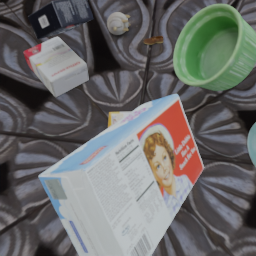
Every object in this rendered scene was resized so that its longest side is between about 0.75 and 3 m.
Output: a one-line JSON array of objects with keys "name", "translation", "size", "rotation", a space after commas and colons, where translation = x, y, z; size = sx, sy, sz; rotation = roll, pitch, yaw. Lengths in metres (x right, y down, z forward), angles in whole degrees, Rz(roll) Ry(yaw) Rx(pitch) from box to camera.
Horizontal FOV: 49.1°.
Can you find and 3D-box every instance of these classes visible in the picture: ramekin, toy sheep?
[{"name": "ramekin", "translation": [2.290, -1.989, 7.325], "size": [1.027, 2.103, 2.103], "rotation": [13, 47, -35]}, {"name": "toy sheep", "translation": [-0.406, -4.181, 11.256], "size": [0.928, 0.928, 1.345], "rotation": [7, 34, 5]}]

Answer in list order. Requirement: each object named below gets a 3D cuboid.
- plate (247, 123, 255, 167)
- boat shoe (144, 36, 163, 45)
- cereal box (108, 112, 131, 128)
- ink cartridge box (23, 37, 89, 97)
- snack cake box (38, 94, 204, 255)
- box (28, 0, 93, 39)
[{"name": "plate", "translation": [5.025, 0.656, 8.149], "size": [2.928, 0.374, 2.928], "rotation": [1, 54, -1]}, {"name": "boat shoe", "translation": [1.023, -3.526, 11.163], "size": [0.797, 0.269, 0.287], "rotation": [-8, 55, -5]}, {"name": "cereal box", "translation": [0.221, 0.062, 8.585], "size": [1.673, 0.331, 1.203], "rotation": [1, 55, 1]}, {"name": "ink cartridge box", "translation": [-2.521, -2.180, 9.878], "size": [1.414, 0.804, 1.941], "rotation": [-32, 61, -21]}, {"name": "snack cake box", "translation": [0.171, 0.713, 4.688], "size": [0.966, 1.654, 2.876], "rotation": [-14, 14, 38]}, {"name": "box", "translation": [-2.012, -3.302, 8.399], "size": [1.393, 0.725, 1.269], "rotation": [-2, 26, 44]}]
